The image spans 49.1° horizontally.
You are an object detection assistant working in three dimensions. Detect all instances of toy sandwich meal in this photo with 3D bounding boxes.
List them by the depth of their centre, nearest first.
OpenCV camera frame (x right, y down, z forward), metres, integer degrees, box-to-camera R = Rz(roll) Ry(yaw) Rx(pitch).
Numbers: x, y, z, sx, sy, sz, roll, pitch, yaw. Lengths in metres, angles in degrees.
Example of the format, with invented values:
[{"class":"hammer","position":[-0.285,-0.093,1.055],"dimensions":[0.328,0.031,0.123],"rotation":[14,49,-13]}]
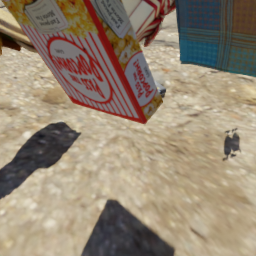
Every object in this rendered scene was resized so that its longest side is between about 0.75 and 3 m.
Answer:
[{"class":"toy sandwich meal","position":[-3.011,-2.220,6.548],"dimensions":[2.542,0.870,2.542],"rotation":[28,13,-7]}]

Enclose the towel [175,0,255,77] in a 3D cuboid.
[{"class":"towel","position":[1.053,-1.000,2.660],"dimensions":[0.158,1.070,1.459],"rotation":[-36,42,-30]}]

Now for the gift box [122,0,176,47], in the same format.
[{"class":"gift box","position":[0.090,-2.573,5.544],"dimensions":[1.631,1.612,1.747],"rotation":[37,11,-2]}]

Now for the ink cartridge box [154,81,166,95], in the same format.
[{"class":"ink cartridge box","position":[0.667,-1.240,8.871],"dimensions":[0.779,0.185,0.788],"rotation":[-27,51,-26]}]

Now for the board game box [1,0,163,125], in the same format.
[{"class":"board game box","position":[-0.758,-1.358,4.482],"dimensions":[2.015,2.661,0.616],"rotation":[17,59,42]}]
